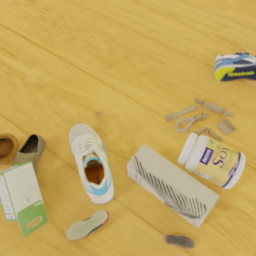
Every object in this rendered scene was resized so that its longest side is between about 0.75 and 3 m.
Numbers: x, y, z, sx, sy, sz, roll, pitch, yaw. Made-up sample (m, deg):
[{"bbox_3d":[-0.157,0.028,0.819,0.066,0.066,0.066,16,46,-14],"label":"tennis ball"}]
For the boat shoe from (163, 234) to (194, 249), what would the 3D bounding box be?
[{"bbox_3d":[1.418,3.169,7.854,0.878,0.315,0.333,16,70,1],"label":"boat shoe"}]

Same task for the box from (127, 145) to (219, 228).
[{"bbox_3d":[1.259,1.718,8.390,2.652,1.089,0.907,33,66,22],"label":"box"}]

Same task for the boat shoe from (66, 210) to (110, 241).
[{"bbox_3d":[-1.129,2.808,8.040,1.334,0.417,0.475,-32,64,0],"label":"boat shoe"}]

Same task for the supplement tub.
[{"bbox_3d":[2.532,0.986,8.644,1.718,1.249,1.249,25,59,7],"label":"supplement tub"}]

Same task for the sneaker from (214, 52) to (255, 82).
[{"bbox_3d":[4.819,-2.581,11.375,2.691,0.995,1.107,0,54,-1],"label":"sneaker"}]

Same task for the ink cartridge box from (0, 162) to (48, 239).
[{"bbox_3d":[-3.027,2.015,7.947,0.555,1.871,0.971,-12,6,30],"label":"ink cartridge box"}]

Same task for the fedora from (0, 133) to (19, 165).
[{"bbox_3d":[-4.120,0.731,9.372,1.108,0.452,1.108,-1,76,5],"label":"fedora"}]

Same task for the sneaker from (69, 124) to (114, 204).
[{"bbox_3d":[-1.177,0.897,8.902,1.100,1.162,2.877,-21,57,-12],"label":"sneaker"}]

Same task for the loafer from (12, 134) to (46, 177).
[{"bbox_3d":[-3.316,1.099,9.013,0.831,0.737,2.186,4,56,3],"label":"loafer"}]

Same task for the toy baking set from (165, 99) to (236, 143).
[{"bbox_3d":[2.682,-0.305,10.241,2.406,0.280,1.847,29,61,18],"label":"toy baking set"}]
